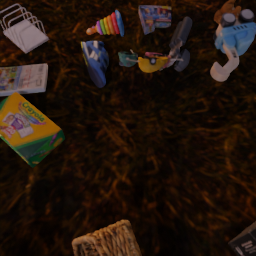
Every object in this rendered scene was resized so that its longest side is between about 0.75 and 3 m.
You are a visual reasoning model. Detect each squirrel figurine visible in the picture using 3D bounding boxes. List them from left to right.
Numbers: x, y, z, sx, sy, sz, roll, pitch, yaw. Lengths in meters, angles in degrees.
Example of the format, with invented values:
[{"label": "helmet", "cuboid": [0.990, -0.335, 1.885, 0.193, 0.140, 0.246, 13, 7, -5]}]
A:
[{"label": "squirrel figurine", "cuboid": [4.018, -4.326, 11.084, 1.103, 0.780, 1.029, -28, 72, 0]}]

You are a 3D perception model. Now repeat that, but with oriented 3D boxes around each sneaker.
[{"label": "sneaker", "cuboid": [-1.038, -2.320, 9.760, 0.859, 0.773, 2.089, -14, 61, -11]}]

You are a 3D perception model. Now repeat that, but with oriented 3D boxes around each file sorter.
[{"label": "file sorter", "cuboid": [-3.974, -3.803, 10.538, 1.061, 0.953, 1.530, -40, 66, -22]}]

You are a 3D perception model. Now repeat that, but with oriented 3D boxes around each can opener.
[{"label": "can opener", "cuboid": [1.997, -3.071, 10.415, 0.811, 0.647, 2.426, 34, 59, -18]}]

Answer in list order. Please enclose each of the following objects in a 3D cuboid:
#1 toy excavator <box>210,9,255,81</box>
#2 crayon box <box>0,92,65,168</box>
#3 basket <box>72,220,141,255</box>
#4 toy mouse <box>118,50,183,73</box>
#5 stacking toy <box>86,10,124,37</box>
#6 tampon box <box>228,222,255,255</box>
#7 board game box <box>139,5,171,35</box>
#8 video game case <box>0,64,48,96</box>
[{"label": "toy excavator", "cuboid": [3.751, -2.895, 10.018, 2.165, 1.112, 2.227, -14, 69, -7]}, {"label": "crayon box", "cuboid": [-3.125, 0.006, 8.413, 2.166, 0.631, 1.286, 36, 65, 20]}, {"label": "basket", "cuboid": [-0.336, 3.077, 5.714, 1.455, 1.394, 1.954, -20, 77, -3]}, {"label": "toy mouse", "cuboid": [0.543, -2.306, 9.605, 2.518, 0.487, 2.238, -7, 24, -27]}, {"label": "stacking toy", "cuboid": [-0.926, -3.901, 10.815, 1.446, 0.794, 0.839, -13, 62, 6]}, {"label": "tampon box", "cuboid": [3.531, 2.926, 6.149, 1.251, 1.486, 1.982, -29, 63, -16]}, {"label": "board game box", "cuboid": [1.042, -4.281, 11.139, 1.313, 0.405, 1.313, 4, 60, 2]}, {"label": "video game case", "cuboid": [-3.813, -1.619, 9.467, 2.079, 0.187, 1.489, -7, 45, -4]}]
